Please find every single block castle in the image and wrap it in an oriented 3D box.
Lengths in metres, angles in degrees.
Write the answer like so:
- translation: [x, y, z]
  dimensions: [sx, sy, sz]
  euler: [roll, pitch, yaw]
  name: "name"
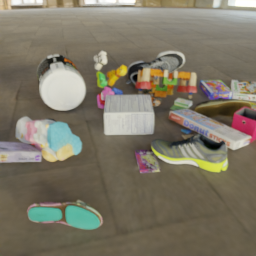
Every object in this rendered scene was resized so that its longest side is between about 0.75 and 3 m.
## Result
- translation: [1.540, -1.812, 11.746]
  dimensions: [2.350, 1.102, 1.570]
  euler: [3, 8, -10]
  name: "block castle"

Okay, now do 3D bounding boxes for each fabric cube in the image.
- translation: [4.065, -0.124, 9.501]
  dimensions: [0.823, 0.820, 0.807]
  euler: [-25, 39, -37]
  name: "fabric cube"

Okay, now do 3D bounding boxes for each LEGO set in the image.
- translation: [-0.628, -2.045, 11.437]
  dimensions: [0.994, 1.069, 2.605]
  euler: [16, 53, -39]
  name: "LEGO set"

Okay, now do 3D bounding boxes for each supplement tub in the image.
- translation: [-2.918, -2.049, 11.910]
  dimensions: [1.779, 1.779, 2.903]
  euler: [-10, 31, -16]
  name: "supplement tub"

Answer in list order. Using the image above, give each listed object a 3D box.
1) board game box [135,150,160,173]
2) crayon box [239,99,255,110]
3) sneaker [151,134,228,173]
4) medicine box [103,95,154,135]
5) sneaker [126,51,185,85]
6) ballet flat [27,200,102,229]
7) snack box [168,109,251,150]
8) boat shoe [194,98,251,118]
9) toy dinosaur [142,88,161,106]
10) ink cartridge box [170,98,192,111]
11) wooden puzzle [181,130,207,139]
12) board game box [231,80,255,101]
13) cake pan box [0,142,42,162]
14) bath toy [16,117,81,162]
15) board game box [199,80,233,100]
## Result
- translation: [0.557, 0.967, 8.274]
  dimensions: [0.589, 0.159, 0.982]
  euler: [-7, 30, -4]
  name: "board game box"
- translation: [4.655, -0.669, 10.920]
  dimensions: [1.221, 0.356, 1.054]
  euler: [25, 38, 37]
  name: "crayon box"
- translation: [1.788, 0.555, 8.152]
  dimensions: [2.265, 0.917, 0.837]
  euler: [9, 32, 14]
  name: "sneaker"
- translation: [0.013, -0.501, 10.086]
  dimensions: [1.709, 0.879, 1.556]
  euler: [0, 30, -1]
  name: "medicine box"
- translation: [1.257, -2.672, 13.334]
  dimensions: [2.903, 1.096, 1.652]
  euler: [-12, 33, 20]
  name: "sneaker"
- translation: [-1.384, 1.882, 6.318]
  dimensions: [1.696, 0.586, 0.603]
  euler: [3, 10, 5]
  name: "ballet flat"
- translation: [2.734, -0.036, 9.688]
  dimensions: [0.980, 0.331, 2.727]
  euler: [-12, 30, -39]
  name: "snack box"
- translation: [3.527, -0.833, 10.549]
  dimensions: [2.023, 0.741, 0.656]
  euler: [-3, 41, 13]
  name: "boat shoe"
- translation: [0.717, -1.163, 11.547]
  dimensions: [1.404, 0.717, 0.953]
  euler: [18, 48, 21]
  name: "toy dinosaur"
- translation: [2.196, -0.954, 11.599]
  dimensions: [0.636, 0.210, 0.874]
  euler: [18, 32, 28]
  name: "ink cartridge box"
- translation: [2.297, 0.446, 9.168]
  dimensions: [0.947, 0.164, 1.404]
  euler: [0, 28, -9]
  name: "wooden puzzle"
- translation: [5.340, -1.736, 12.854]
  dimensions: [1.095, 0.300, 1.735]
  euler: [7, 30, 14]
  name: "board game box"
- translation: [-3.256, 0.671, 7.955]
  dimensions: [1.301, 0.340, 1.198]
  euler: [4, 9, -44]
  name: "cake pan box"
- translation: [-2.446, 0.279, 8.283]
  dimensions: [1.010, 1.188, 2.732]
  euler: [3, 4, -39]
  name: "bath toy"
- translation: [4.009, -1.772, 12.894]
  dimensions: [1.009, 0.336, 1.501]
  euler: [-3, 30, -4]
  name: "board game box"
